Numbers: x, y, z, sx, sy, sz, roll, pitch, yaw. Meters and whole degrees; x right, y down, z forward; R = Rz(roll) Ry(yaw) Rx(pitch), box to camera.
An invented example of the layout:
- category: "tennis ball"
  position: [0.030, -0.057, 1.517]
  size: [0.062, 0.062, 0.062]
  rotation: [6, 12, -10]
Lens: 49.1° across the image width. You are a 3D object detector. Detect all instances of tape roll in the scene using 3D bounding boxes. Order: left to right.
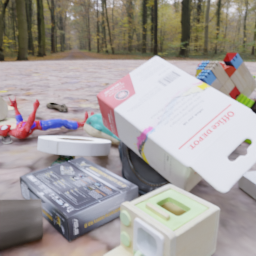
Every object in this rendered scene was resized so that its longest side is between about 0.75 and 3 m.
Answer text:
- category: "tape roll"
  position: [-1.346, 0.443, 7.102]
  size: [1.841, 0.336, 1.841]
  rotation: [4, 2, 0]

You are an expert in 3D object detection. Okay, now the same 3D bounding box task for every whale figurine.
- category: "whale figurine"
  position: [-0.622, 0.048, 8.344]
  size: [1.438, 0.746, 1.144]
  rotation: [23, -1, 32]

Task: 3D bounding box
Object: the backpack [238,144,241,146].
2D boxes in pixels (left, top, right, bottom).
- category: "backpack"
  position: [2.630, 0.008, 7.568]
  size: [1.058, 1.159, 0.780]
  rotation: [-15, 48, -20]

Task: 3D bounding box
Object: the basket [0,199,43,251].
- category: "basket"
  position: [-1.831, 1.432, 4.170]
  size: [1.053, 0.716, 0.949]
  rotation: [-2, 30, -20]

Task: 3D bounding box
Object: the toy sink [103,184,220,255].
- category: "toy sink"
  position: [0.429, 1.455, 3.839]
  size: [1.448, 0.811, 0.944]
  rotation: [-14, 22, -38]

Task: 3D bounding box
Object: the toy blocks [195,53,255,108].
- category: "toy blocks"
  position: [2.682, -1.217, 8.483]
  size: [2.677, 1.830, 1.338]
  rotation: [-48, 25, -7]

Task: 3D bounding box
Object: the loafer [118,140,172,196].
- category: "loafer"
  position: [0.288, 0.582, 6.315]
  size: [0.984, 0.977, 2.703]
  rotation: [-5, 21, -15]

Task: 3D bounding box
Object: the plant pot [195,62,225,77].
- category: "plant pot"
  position: [4.034, -1.600, 12.078]
  size: [1.825, 2.069, 2.070]
  rotation: [24, 28, 34]

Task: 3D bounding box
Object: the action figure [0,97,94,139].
- category: "action figure"
  position: [-2.652, -0.468, 8.967]
  size: [2.967, 1.469, 0.968]
  rotation: [-13, 6, -27]

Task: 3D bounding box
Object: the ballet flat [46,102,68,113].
- category: "ballet flat"
  position: [-3.187, -0.991, 12.550]
  size: [0.547, 0.377, 1.625]
  rotation: [-14, 22, -37]

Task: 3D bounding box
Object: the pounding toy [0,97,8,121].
- category: "pounding toy"
  position: [-5.391, -0.640, 10.649]
  size: [0.679, 1.129, 1.463]
  rotation: [-22, 7, 35]

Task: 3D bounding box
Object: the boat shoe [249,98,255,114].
- category: "boat shoe"
  position: [5.141, -0.770, 11.230]
  size: [0.890, 0.888, 2.459]
  rotation: [1, 7, 19]

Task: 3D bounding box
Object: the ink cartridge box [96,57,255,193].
- category: "ink cartridge box"
  position: [1.006, -0.013, 5.341]
  size: [1.728, 1.001, 2.967]
  rotation: [-36, 55, -22]

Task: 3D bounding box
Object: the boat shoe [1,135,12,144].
- category: "boat shoe"
  position: [-3.769, 0.280, 8.650]
  size: [0.285, 0.236, 0.794]
  rotation: [-9, 19, -27]

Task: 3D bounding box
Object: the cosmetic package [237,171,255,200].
- category: "cosmetic package"
  position: [2.729, 1.255, 5.298]
  size: [0.553, 0.339, 1.339]
  rotation: [-5, 18, -14]

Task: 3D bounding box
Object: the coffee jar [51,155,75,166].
- category: "coffee jar"
  position: [-1.535, 0.838, 6.686]
  size: [0.397, 0.325, 0.762]
  rotation: [2, 17, 5]

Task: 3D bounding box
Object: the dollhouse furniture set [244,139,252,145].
- category: "dollhouse furniture set"
  position: [4.067, -0.166, 8.756]
  size: [1.331, 1.028, 2.663]
  rotation: [-7, 18, -23]

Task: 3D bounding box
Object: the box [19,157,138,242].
- category: "box"
  position: [-0.966, 1.194, 5.290]
  size: [1.477, 0.451, 1.865]
  rotation: [-14, 22, -41]
